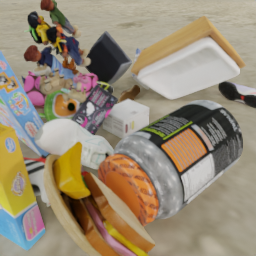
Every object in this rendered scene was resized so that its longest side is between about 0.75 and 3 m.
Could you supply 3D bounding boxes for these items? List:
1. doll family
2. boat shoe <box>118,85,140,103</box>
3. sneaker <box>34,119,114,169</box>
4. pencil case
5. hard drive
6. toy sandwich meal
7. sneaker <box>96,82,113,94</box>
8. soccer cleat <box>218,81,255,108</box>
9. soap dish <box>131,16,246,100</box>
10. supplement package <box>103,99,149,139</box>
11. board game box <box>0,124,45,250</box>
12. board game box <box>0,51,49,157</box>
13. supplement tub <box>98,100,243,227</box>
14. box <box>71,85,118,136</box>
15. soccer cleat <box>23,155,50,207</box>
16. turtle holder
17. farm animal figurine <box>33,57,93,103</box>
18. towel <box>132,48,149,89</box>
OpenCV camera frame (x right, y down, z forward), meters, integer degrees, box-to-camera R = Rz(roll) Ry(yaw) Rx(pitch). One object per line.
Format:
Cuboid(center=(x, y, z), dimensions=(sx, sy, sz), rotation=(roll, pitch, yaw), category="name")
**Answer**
Cuboid(center=(-2.016, -2.348, 7.648), dimensions=(1.171, 1.725, 2.984), rotation=(-34, 57, 13), category="doll family")
Cuboid(center=(-0.032, -1.022, 8.959), dimensions=(0.379, 0.380, 1.054), rotation=(-12, 28, 46), category="boat shoe")
Cuboid(center=(-0.863, 0.383, 5.489), dimensions=(0.801, 0.703, 2.000), rotation=(35, 8, 40), category="sneaker")
Cuboid(center=(-1.963, -1.183, 8.405), dimensions=(2.215, 1.005, 1.037), rotation=(2, 73, -2), category="pencil case")
Cuboid(center=(-0.747, -2.073, 8.968), dimensions=(0.412, 1.314, 1.948), rotation=(-44, 8, -27), category="hard drive")
Cuboid(center=(-0.414, 1.017, 3.924), dimensions=(0.673, 1.965, 1.965), rotation=(-37, 37, 1), category="toy sandwich meal")
Cuboid(center=(-1.160, -1.356, 9.201), dimensions=(1.421, 0.536, 0.543), rotation=(6, 36, 11), category="sneaker")
Cuboid(center=(3.627, -1.102, 8.871), dimensions=(1.558, 0.531, 0.570), rotation=(31, 42, 33), category="soccer cleat")
Cuboid(center=(1.656, -1.857, 7.901), dimensions=(2.536, 1.995, 1.030), rotation=(-20, 60, 39), category="soap dish")
Cuboid(center=(-0.050, -0.254, 7.429), dimensions=(0.784, 0.558, 1.006), rotation=(26, 39, 35), category="supplement package")
Cuboid(center=(-2.186, 0.762, 4.292), dimensions=(1.622, 2.120, 0.427), rotation=(16, 38, 25), category="board game box")
Cuboid(center=(-2.830, -0.784, 6.176), dimensions=(2.112, 2.792, 0.511), rotation=(28, 60, 37), category="board game box")
Cuboid(center=(0.802, 0.573, 5.112), dimensions=(2.523, 1.546, 1.546), rotation=(-26, 40, -33), category="supplement tub")
Cuboid(center=(-0.846, -0.342, 6.613), dimensions=(0.641, 0.738, 1.118), rotation=(35, 76, -6), category="box")
Cuboid(center=(-2.230, 0.940, 5.304), dimensions=(2.211, 0.759, 0.942), rotation=(4, 51, 15), category="soccer cleat")
Cuboid(center=(-1.678, -0.479, 7.498), dimensions=(0.958, 1.349, 1.025), rotation=(6, 61, 7), category="turtle holder")
Cuboid(center=(-1.473, -0.971, 6.298), dimensions=(1.148, 0.605, 1.161), rotation=(-10, 56, -18), category="farm animal figurine")
Cuboid(center=(0.501, -2.004, 9.521), dimensions=(0.145, 0.893, 1.216), rotation=(-13, 57, 37), category="towel")
